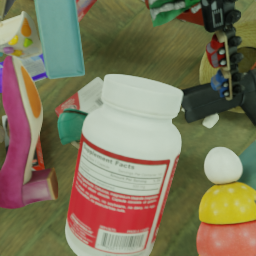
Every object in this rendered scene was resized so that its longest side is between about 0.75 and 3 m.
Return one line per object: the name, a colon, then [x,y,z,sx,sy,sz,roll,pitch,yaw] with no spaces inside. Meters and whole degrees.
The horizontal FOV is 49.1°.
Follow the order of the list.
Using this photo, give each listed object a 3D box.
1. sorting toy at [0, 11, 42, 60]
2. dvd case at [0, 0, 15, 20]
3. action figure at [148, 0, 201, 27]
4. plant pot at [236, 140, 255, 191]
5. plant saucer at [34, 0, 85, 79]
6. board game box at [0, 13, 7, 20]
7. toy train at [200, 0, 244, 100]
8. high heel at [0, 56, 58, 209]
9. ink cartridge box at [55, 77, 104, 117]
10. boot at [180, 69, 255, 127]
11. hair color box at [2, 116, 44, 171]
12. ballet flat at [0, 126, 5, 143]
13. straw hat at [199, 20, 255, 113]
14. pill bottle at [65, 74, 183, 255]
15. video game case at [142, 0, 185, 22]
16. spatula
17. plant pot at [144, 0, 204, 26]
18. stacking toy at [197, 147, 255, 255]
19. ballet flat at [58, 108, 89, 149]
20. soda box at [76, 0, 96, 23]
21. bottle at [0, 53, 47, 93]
sorting toy: [-2.272,-1.697,5.709,1.153,1.038,0.616,-12,78,15]
dvd case: [-2.453,-3.825,6.374,0.181,2.261,1.681,22,50,-19]
action figure: [1.238,-2.579,5.413,1.693,1.000,0.463,-15,55,7]
plant pot: [2.937,0.608,4.381,2.232,1.576,1.577,-32,95,25]
plant saucer: [-1.316,-2.148,5.091,0.854,0.232,2.442,-18,106,-45]
board game box: [-3.797,-3.144,7.178,0.246,1.100,0.740,0,54,46]
toy train: [1.828,-1.471,5.402,0.647,2.825,0.482,-18,52,12]
high heel: [-1.980,0.164,4.576,1.211,0.850,2.524,-8,113,0]
ink cartridge box: [-0.687,-0.081,7.697,1.563,0.882,2.129,-39,74,-14]
boot: [2.644,-0.514,7.830,2.121,0.696,1.748,-18,108,8]
hair color box: [-2.897,0.411,7.715,0.843,0.509,1.661,-15,69,-5]
ballet flat: [-4.007,-0.070,6.200,1.002,2.979,1.014,-41,66,30]
straw hat: [3.330,-1.814,8.132,2.762,2.762,1.169,3,31,1]
pill bottle: [-0.053,0.652,4.620,1.599,1.599,2.849,14,107,5]
video game case: [1.717,-4.845,9.876,1.830,0.222,2.011,31,72,11]
spatula: [2.427,-0.790,8.407,1.031,0.119,1.482,34,71,17]
plant pot: [1.596,-3.882,6.242,2.627,2.630,2.317,14,71,-6]
stacking toy: [1.470,1.308,3.896,1.537,1.537,2.103,-11,84,-4]
ballet flat: [-0.296,0.272,5.913,2.476,0.834,0.872,12,78,-27]
soda box: [-1.184,-3.343,6.868,0.657,0.726,2.073,34,82,4]
bottle: [-2.767,-1.217,6.498,1.962,0.640,0.819,-30,37,-32]
